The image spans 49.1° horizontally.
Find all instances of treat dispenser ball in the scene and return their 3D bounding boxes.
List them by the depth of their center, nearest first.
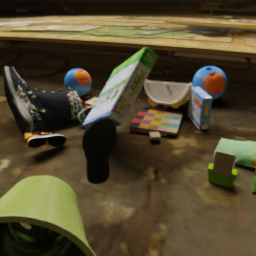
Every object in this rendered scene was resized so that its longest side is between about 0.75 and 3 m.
[{"bbox_3d":[3.534,-1.939,12.178,1.436,1.436,1.436,0,27,0],"label":"treat dispenser ball"},{"bbox_3d":[-2.257,-2.036,12.583,1.214,1.214,1.214,0,27,0],"label":"treat dispenser ball"}]

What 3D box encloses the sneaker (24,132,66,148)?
[{"bbox_3d":[-2.502,0.278,8.506,1.266,0.443,0.569,-3,33,-42],"label":"sneaker"}]

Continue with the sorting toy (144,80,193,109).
[{"bbox_3d":[1.765,-1.295,11.415,1.895,1.012,1.706,9,4,26],"label":"sorting toy"}]

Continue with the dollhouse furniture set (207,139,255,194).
[{"bbox_3d":[3.125,0.561,7.603,1.481,1.134,2.261,13,30,23],"label":"dollhouse furniture set"}]

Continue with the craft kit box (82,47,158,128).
[{"bbox_3d":[-0.336,-1.067,8.681,0.587,2.389,2.419,30,-17,-20],"label":"craft kit box"}]

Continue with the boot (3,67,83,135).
[{"bbox_3d":[-3.226,-1.198,10.447,2.291,1.095,3.034,-14,57,-30],"label":"boot"}]

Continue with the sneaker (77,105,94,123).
[{"bbox_3d":[-1.355,-0.532,10.517,0.649,0.631,1.628,-6,16,34],"label":"sneaker"}]

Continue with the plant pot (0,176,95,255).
[{"bbox_3d":[-1.559,1.820,4.484,2.262,2.262,2.148,-4,15,-7],"label":"plant pot"}]

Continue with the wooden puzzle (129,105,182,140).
[{"bbox_3d":[1.053,-0.226,10.152,1.640,0.194,2.766,8,28,15],"label":"wooden puzzle"}]

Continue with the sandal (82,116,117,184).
[{"bbox_3d":[-0.624,0.447,5.722,0.661,1.759,0.397,0,40,-12],"label":"sandal"}]

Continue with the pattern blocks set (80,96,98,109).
[{"bbox_3d":[-1.277,-1.043,11.791,1.726,0.140,1.517,20,33,33],"label":"pattern blocks set"}]

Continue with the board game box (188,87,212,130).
[{"bbox_3d":[2.547,-0.727,10.052,0.336,1.177,1.202,-4,28,-8],"label":"board game box"}]
